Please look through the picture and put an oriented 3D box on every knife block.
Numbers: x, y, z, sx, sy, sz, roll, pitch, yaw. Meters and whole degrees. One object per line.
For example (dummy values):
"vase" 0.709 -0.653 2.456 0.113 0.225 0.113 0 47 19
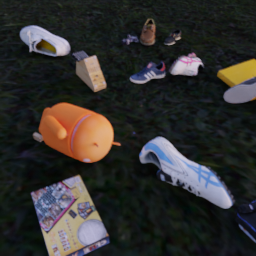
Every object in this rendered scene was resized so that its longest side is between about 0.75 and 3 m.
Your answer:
"knife block" -1.807 -2.374 11.832 0.584 1.826 1.603 -26 12 -31

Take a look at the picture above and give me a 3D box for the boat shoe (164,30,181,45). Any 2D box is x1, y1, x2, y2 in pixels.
"boat shoe" 2.386 -4.897 15.137 0.532 0.456 1.455 25 47 26

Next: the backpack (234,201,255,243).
"backpack" 3.109 2.169 6.537 0.919 0.743 0.965 -28 49 -18

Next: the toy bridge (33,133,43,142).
"toy bridge" -2.441 -0.067 9.579 0.558 0.226 1.661 24 45 22

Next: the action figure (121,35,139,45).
"action figure" 0.145 -4.697 14.954 0.693 0.370 1.065 27 46 31

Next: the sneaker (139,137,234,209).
"sneaker" 1.467 1.281 7.476 1.024 1.016 2.827 -43 52 -16

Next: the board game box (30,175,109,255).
"board game box" -1.471 2.167 6.840 1.343 0.343 1.983 -18 44 -20

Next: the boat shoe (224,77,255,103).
"boat shoe" 4.683 -1.513 10.527 2.132 0.713 0.608 -22 11 26

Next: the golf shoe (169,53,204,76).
"golf shoe" 2.580 -2.634 12.100 2.015 0.731 0.928 -28 69 -39

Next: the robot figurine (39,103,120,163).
"robot figurine" -1.525 0.140 8.253 2.534 1.823 1.478 19 56 31

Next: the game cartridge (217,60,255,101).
"game cartridge" 5.150 -2.025 11.695 2.144 0.348 1.890 -21 51 -20

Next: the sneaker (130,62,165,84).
"sneaker" 0.835 -2.430 12.004 1.675 0.708 0.628 -20 44 -22

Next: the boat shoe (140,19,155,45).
"boat shoe" 1.069 -5.266 15.299 0.817 0.773 2.272 2 40 3

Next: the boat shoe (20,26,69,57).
"boat shoe" -4.416 -4.124 13.714 2.972 1.098 1.267 27 36 17
